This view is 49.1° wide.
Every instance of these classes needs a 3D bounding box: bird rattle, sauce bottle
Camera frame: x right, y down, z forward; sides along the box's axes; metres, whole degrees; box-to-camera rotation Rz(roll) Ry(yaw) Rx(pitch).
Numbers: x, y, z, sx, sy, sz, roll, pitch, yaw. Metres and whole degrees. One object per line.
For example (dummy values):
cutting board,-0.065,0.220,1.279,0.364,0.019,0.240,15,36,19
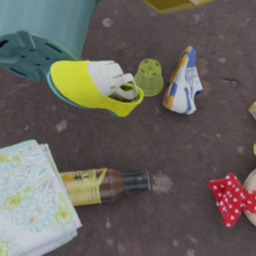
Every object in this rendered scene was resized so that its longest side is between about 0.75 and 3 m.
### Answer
bird rattle,3.568,1.680,7.086,2.712,1.528,2.211,-43,91,-12
sauce bottle,-0.849,1.525,7.351,2.783,0.901,0.901,-6,69,-4

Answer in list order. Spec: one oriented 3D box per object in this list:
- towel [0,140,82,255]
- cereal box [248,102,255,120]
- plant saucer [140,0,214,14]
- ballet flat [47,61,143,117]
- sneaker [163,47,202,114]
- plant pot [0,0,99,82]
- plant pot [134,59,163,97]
towel,-1.905,1.111,3.937,2.079,0.501,1.780,-19,50,-24
cereal box,5.186,-0.475,8.306,2.557,0.505,1.840,-28,71,-10
plant saucer,0.680,-3.623,6.862,2.520,2.519,0.610,25,94,-28
ballet flat,-0.430,-0.878,5.812,0.990,2.953,0.987,-27,75,17
sneaker,1.815,-1.424,8.643,0.993,0.848,2.254,23,71,-10
plant pot,-1.800,-2.367,6.015,2.314,2.314,2.266,3,68,1
plant pot,0.636,-1.595,8.543,0.973,0.894,0.973,0,68,1
